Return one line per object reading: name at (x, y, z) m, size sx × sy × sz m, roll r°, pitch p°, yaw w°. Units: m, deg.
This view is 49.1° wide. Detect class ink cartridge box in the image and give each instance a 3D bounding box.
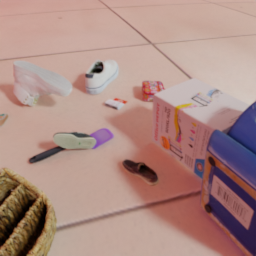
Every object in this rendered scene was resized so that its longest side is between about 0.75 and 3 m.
ink cartridge box at (2.211, -0.035, 8.612) m, size 1.843 × 1.876 × 2.548 m, roll -23°, pitch 41°, yaw -28°
ink cartridge box at (-0.481, -1.052, 11.470) m, size 0.648 × 0.227 × 0.797 m, roll 20°, pitch 44°, yaw 25°

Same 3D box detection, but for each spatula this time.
spatula at (-1.827, 0.595, 9.101) m, size 2.787 × 0.286 × 0.788 m, roll -17°, pitch 36°, yaw -23°

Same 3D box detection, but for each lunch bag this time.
lunch bag at (1.130, -1.565, 11.956) m, size 1.072 × 0.499 × 1.217 m, roll 3°, pitch 36°, yaw -4°

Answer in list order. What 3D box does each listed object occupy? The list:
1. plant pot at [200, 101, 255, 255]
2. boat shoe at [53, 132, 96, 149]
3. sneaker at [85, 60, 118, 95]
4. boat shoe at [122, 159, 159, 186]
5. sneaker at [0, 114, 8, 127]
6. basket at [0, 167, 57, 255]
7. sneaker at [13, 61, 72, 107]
plant pot at (3.250, 1.235, 6.205) m, size 2.550 × 2.836 × 2.836 m, roll -23°, pitch 42°, yaw -19°
boat shoe at (-1.728, 0.354, 8.839) m, size 1.419 × 0.510 × 0.480 m, roll 8°, pitch 27°, yaw -38°
sneaker at (-1.143, -2.646, 12.917) m, size 1.083 × 1.050 × 2.967 m, roll 8°, pitch 37°, yaw 10°
boat shoe at (0.351, 1.201, 8.163) m, size 1.282 × 0.416 × 0.461 m, roll 29°, pitch 45°, yaw 34°
sneaker at (-4.733, -0.277, 10.355) m, size 0.309 × 0.276 × 0.773 m, roll -1°, pitch 31°, yaw 7°
basket at (-2.509, 2.167, 5.843) m, size 1.521 × 1.588 × 2.131 m, roll 12°, pitch 37°, yaw 16°
sneaker at (-3.408, -1.459, 11.009) m, size 2.665 × 1.540 × 0.982 m, roll 27°, pitch 29°, yaw 18°
